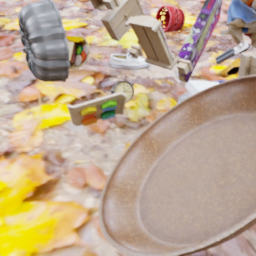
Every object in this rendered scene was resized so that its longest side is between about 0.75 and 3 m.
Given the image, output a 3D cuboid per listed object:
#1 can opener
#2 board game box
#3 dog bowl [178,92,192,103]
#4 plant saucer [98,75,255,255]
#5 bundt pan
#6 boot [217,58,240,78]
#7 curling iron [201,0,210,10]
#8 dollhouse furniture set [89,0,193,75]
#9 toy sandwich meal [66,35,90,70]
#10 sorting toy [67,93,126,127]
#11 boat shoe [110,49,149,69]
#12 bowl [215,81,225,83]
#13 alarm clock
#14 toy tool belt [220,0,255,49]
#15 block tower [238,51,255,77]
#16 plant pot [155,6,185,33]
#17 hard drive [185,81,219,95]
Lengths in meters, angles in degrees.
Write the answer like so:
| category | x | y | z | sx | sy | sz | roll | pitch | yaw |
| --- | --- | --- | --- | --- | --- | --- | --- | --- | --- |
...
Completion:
| category | x | y | z | sx | sy | sz | roll | pitch | yaw |
| --- | --- | --- | --- | --- | --- | --- | --- | --- | --- |
| can opener | 2.449 | -1.733 | 6.571 | 0.820 | 0.273 | 0.216 | -25 | 45 | 34 |
| board game box | 2.060 | -2.634 | 7.986 | 0.390 | 1.451 | 2.417 | 25 | 83 | 14 |
| dog bowl | 1.665 | -0.507 | 6.031 | 1.299 | 1.299 | 0.381 | -3 | 76 | -3 |
| plant saucer | 0.688 | 0.339 | 2.811 | 2.262 | 0.414 | 2.262 | -35 | 21 | 15 |
| bundt pan | -1.746 | -1.689 | 5.601 | 0.630 | 1.679 | 1.679 | -16 | 43 | -25 |
| boot | 2.488 | -1.360 | 6.306 | 0.873 | 0.307 | 0.625 | -28 | 11 | -1 |
| curling iron | 1.992 | -3.293 | 6.401 | 0.300 | 1.210 | 0.155 | 28 | 13 | 20 |
| dollhouse furniture set | 0.552 | -2.654 | 6.786 | 2.414 | 2.059 | 1.179 | 29 | 76 | 37 |
| toy sandwich meal | -1.343 | -1.850 | 6.771 | 0.931 | 0.931 | 0.319 | 28 | 11 | 28 |
| sorting toy | -0.640 | -0.334 | 5.960 | 1.187 | 1.099 | 0.217 | -13 | 73 | -10 |
| boat shoe | 0.070 | -2.846 | 11.398 | 1.634 | 0.697 | 0.604 | 4 | 41 | 4 |
| bowl | 3.476 | -1.090 | 9.681 | 1.599 | 0.314 | 1.599 | 0 | 41 | 0 |
| alarm clock | -0.077 | -0.931 | 6.889 | 0.819 | 0.552 | 0.273 | -33 | 24 | -12 |
| toy tool belt | 2.948 | -2.864 | 6.859 | 1.586 | 2.581 | 1.611 | 1 | 86 | 4 |
| block tower | 2.105 | -0.787 | 3.427 | 1.404 | 0.379 | 0.406 | -10 | 32 | -5 |
| plant pot | 1.300 | -3.268 | 8.460 | 0.690 | 0.758 | 0.758 | -9 | 40 | -29 |
| hard drive | 1.654 | -0.322 | 4.720 | 0.870 | 0.173 | 1.319 | -3 | 46 | -36 |
